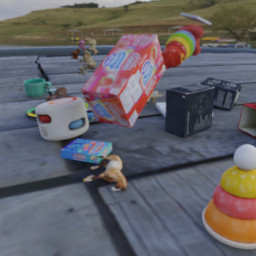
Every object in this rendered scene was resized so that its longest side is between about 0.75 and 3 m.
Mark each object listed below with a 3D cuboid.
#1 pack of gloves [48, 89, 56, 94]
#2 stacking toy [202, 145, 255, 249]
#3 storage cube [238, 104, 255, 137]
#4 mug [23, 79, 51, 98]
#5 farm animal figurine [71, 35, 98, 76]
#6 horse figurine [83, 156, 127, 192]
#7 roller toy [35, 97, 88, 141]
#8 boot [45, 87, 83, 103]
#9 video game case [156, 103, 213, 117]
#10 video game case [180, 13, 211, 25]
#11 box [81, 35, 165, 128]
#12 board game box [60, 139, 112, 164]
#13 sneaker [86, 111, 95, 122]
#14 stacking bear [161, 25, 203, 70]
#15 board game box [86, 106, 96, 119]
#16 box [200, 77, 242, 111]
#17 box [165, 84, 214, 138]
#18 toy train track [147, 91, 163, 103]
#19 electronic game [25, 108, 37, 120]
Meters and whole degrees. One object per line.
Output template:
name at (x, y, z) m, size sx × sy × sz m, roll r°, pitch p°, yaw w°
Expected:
pack of gloves at (-4.568, -2.261, 17.303) m, size 1.069 × 0.211 × 0.898 m, roll -13°, pitch 16°, yaw -43°
stacking toy at (2.286, 1.260, 5.627) m, size 1.414 × 1.935 × 1.414 m, roll 0°, pitch 22°, yaw 0°
storage cube at (5.096, -0.316, 10.838) m, size 1.064 × 1.184 × 1.012 m, roll -2°, pitch 20°, yaw -21°
mug at (-5.258, -2.246, 16.118) m, size 1.425 × 0.881 × 1.171 m, roll 18°, pitch 31°, yaw 33°
farm animal figurine at (-1.561, -2.789, 10.899) m, size 1.233 × 1.219 × 0.643 m, roll -17°, pitch 5°, yaw 41°
horse figurine at (-0.575, 1.176, 7.959) m, size 1.150 × 0.433 × 1.735 m, roll -5°, pitch 23°, yaw 5°
roller toy at (-2.459, -0.302, 10.457) m, size 1.972 × 1.378 × 1.799 m, roll -10°, pitch 16°, yaw -3°
boot at (-3.089, -1.612, 14.858) m, size 1.974 × 0.634 × 1.839 m, roll 6°, pitch 34°, yaw 22°
video game case at (2.629, -0.875, 13.476) m, size 2.207 × 0.261 × 2.009 m, roll -3°, pitch 21°, yaw -8°
video game case at (2.945, -4.735, 12.192) m, size 1.051 × 0.116 × 0.957 m, roll 1°, pitch 25°, yaw -43°
box at (-0.041, -1.608, 9.130) m, size 1.393 × 1.455 × 2.919 m, roll 12°, pitch 55°, yaw 29°
board game box at (-1.354, 0.738, 9.196) m, size 1.352 × 0.304 × 1.028 m, roll 6°, pitch 22°, yaw 20°
sneaker at (-2.395, -0.607, 11.824) m, size 2.063 × 0.731 × 0.855 m, roll -3°, pitch 63°, yaw -4°
stacking bear at (2.069, -3.209, 11.481) m, size 1.248 × 1.333 × 2.195 m, roll 20°, pitch 47°, yaw 23°
board game box at (-1.381, -0.844, 13.400) m, size 2.092 × 0.338 × 1.256 m, roll -18°, pitch 31°, yaw -39°
box at (4.695, -1.791, 14.441) m, size 1.823 × 1.071 × 1.793 m, roll 20°, pitch 27°, yaw 23°
box at (2.413, -0.722, 11.023) m, size 1.713 × 1.743 × 1.080 m, roll -17°, pitch 25°, yaw -38°
toy train track at (1.235, -1.631, 15.335) m, size 1.546 × 0.439 × 2.696 m, roll -1°, pitch 14°, yaw 17°
electronic game at (-3.908, -0.720, 12.977) m, size 1.617 × 0.336 × 1.617 m, roll 0°, pitch 21°, yaw 0°
